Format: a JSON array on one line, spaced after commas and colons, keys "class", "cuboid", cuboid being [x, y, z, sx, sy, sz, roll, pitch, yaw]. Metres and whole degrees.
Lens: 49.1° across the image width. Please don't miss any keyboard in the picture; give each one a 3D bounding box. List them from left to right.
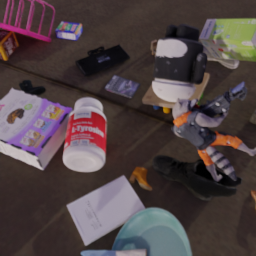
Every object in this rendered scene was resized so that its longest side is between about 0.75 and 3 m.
[{"class": "keyboard", "cuboid": [-1.355, -3.533, 14.291, 2.614, 0.335, 1.569, -26, 63, -20]}]

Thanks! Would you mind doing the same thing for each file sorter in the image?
[{"class": "file sorter", "cuboid": [-5.660, -5.918, 14.593, 2.986, 1.873, 2.075, 19, 11, 15]}]

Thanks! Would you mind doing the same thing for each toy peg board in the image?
[{"class": "toy peg board", "cuboid": [2.155, -1.379, 12.308, 2.258, 1.109, 2.267, 11, 50, 28]}]

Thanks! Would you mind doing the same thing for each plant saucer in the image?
[{"class": "plant saucer", "cuboid": [0.592, 3.621, 7.303, 0.530, 2.951, 2.951, 31, 44, -32]}]

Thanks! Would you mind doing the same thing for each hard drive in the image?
[{"class": "hard drive", "cuboid": [-0.747, 2.707, 9.421, 2.216, 0.291, 1.461, -25, 56, -18]}]

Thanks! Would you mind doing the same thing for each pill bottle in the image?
[{"class": "pill bottle", "cuboid": [-1.579, 0.197, 10.620, 1.490, 1.490, 2.655, -1, 53, -1]}]

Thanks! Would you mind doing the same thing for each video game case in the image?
[{"class": "video game case", "cuboid": [-0.266, -1.940, 13.154, 1.415, 0.134, 1.011, 22, 55, 15]}]

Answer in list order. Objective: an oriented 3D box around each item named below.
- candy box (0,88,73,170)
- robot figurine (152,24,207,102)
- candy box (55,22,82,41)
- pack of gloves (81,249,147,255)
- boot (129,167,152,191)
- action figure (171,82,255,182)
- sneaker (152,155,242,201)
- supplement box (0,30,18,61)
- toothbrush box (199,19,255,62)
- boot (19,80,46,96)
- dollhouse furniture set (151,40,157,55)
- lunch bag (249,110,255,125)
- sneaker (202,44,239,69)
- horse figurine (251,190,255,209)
[{"class": "candy box", "cuboid": [-4.010, -0.054, 11.089, 2.943, 1.053, 2.469, 20, 55, 14]}, {"class": "robot figurine", "cuboid": [1.680, -2.130, 9.470, 1.567, 2.511, 1.886, 8, 11, 2]}, {"class": "candy box", "cuboid": [-3.300, -5.419, 15.647, 1.211, 0.466, 1.024, 11, 52, 7]}, {"class": "pack of gloves", "cuboid": [-0.768, 4.255, 7.521, 2.418, 0.477, 2.031, -13, 43, 23]}, {"class": "boot", "cuboid": [0.566, 1.798, 10.102, 0.938, 0.330, 0.672, 21, 58, 22]}, {"class": "action figure", "cuboid": [2.368, 0.053, 7.821, 2.624, 2.713, 1.419, 43, 43, 1]}, {"class": "sneaker", "cuboid": [2.190, 1.493, 9.563, 2.989, 1.559, 0.897, 32, 58, 22]}, {"class": "supplement box", "cuboid": [-6.735, -4.351, 14.535, 1.355, 0.900, 1.336, 11, 53, 9]}, {"class": "toothbrush box", "cuboid": [3.663, -3.003, 9.623, 1.911, 1.391, 0.823, 22, 87, 44]}, {"class": "boot", "cuboid": [-4.441, -1.895, 12.925, 1.092, 0.417, 0.917, -22, 59, -9]}, {"class": "dollhouse furniture set", "cuboid": [1.539, -4.168, 14.659, 0.693, 0.491, 0.755, -28, 57, -20]}, {"class": "lunch bag", "cuboid": [5.887, -0.567, 11.709, 1.033, 0.741, 1.260, 34, 54, 23]}, {"class": "sneaker", "cuboid": [4.590, -3.867, 14.142, 2.263, 0.928, 0.846, 28, 57, 20]}, {"class": "horse figurine", "cuboid": [4.577, 2.619, 9.488, 0.720, 0.271, 1.087, 2, 57, 16]}]
